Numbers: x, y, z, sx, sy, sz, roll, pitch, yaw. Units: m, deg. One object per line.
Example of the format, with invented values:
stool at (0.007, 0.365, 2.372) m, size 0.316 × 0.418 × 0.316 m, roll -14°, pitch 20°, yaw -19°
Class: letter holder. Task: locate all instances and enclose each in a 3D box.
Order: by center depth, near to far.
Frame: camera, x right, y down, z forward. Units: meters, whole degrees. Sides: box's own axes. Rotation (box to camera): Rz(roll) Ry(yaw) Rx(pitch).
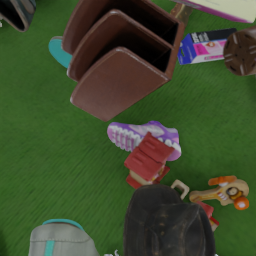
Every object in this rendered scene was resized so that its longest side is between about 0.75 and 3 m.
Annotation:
letter holder at (-0.449, -1.285, 5.177) m, size 1.703 × 2.397 × 1.205 m, roll 27°, pitch 64°, yaw -20°

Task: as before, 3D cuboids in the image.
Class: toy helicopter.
toy helicopter at (2.079, 1.475, 6.488) m, size 1.342 × 0.887 × 0.529 m, roll -13°, pitch 32°, yaw 12°

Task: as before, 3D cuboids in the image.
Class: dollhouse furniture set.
dollhouse furniture set at (1.087, 1.315, 6.272) m, size 2.369 × 1.275 × 0.963 m, roll 35°, pitch 68°, yaw 17°

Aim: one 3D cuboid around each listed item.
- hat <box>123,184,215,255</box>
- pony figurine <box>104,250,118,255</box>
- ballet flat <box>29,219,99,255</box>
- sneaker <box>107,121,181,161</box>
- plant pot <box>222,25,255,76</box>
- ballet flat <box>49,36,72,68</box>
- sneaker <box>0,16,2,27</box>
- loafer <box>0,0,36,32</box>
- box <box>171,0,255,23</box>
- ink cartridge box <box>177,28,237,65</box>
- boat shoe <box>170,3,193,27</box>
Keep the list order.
hat at (0.607, 1.236, 3.203) m, size 1.486 × 0.600 × 1.486 m, roll 27°, pitch 44°, yaw -30°
pony figurine at (0.045, 2.914, 5.809) m, size 1.001 × 0.834 × 0.966 m, roll -24°, pitch 73°, yaw -28°
ballet flat at (-0.567, 1.860, 3.328) m, size 0.787 × 2.336 × 0.744 m, roll -7°, pitch 49°, yaw 7°
sneaker at (0.451, 0.176, 7.214) m, size 1.933 × 0.778 × 0.855 m, roll 15°, pitch 56°, yaw 4°
plant pot at (2.830, -1.694, 6.092) m, size 1.228 × 1.240 × 1.240 m, roll -19°, pitch 63°, yaw -28°
ballet flat at (-1.033, -1.974, 8.340) m, size 2.789 × 0.940 × 0.888 m, roll 28°, pitch 39°, yaw 13°
sneaker at (-4.485, -4.396, 9.472) m, size 1.167 × 0.971 × 2.590 m, roll 4°, pitch 71°, yaw 2°
loafer at (-2.680, -2.753, 5.339) m, size 0.835 × 2.325 × 0.731 m, roll -11°, pitch 69°, yaw 25°
box at (1.795, -3.241, 5.274) m, size 1.734 × 1.971 × 0.953 m, roll 12°, pitch 22°, yaw -12°
ink cartridge box at (2.543, -2.590, 8.841) m, size 2.061 × 0.382 × 0.976 m, roll -10°, pitch 63°, yaw -3°
boat shoe at (1.678, -3.715, 9.362) m, size 0.536 × 0.572 × 1.588 m, roll 9°, pitch 66°, yaw 42°
